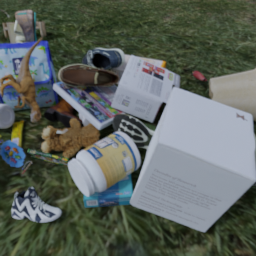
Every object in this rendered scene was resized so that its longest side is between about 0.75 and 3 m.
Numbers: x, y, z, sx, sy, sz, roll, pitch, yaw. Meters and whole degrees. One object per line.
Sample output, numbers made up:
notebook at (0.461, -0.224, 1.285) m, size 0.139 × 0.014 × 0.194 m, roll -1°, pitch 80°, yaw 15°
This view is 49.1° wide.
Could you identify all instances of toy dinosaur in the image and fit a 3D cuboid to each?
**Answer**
toy dinosaur at (-3.762, -1.670, 10.077) m, size 1.579 × 2.973 × 0.898 m, roll -7°, pitch 10°, yaw -20°

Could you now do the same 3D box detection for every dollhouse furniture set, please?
dollhouse furniture set at (-5.898, -5.187, 15.847) m, size 2.103 × 1.490 × 2.289 m, roll -3°, pitch 22°, yaw -4°

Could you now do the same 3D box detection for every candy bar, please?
candy bar at (-4.146, 0.320, 10.443) m, size 0.447 × 0.199 × 1.791 m, roll -10°, pitch 44°, yaw -8°

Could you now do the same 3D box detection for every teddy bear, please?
teddy bear at (-2.062, 0.390, 10.002) m, size 2.115 × 0.706 × 1.534 m, roll -19°, pitch 52°, yaw -13°

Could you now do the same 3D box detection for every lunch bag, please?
lunch bag at (-4.109, -2.104, 11.189) m, size 2.303 × 2.709 × 1.726 m, roll -8°, pitch 43°, yaw -10°

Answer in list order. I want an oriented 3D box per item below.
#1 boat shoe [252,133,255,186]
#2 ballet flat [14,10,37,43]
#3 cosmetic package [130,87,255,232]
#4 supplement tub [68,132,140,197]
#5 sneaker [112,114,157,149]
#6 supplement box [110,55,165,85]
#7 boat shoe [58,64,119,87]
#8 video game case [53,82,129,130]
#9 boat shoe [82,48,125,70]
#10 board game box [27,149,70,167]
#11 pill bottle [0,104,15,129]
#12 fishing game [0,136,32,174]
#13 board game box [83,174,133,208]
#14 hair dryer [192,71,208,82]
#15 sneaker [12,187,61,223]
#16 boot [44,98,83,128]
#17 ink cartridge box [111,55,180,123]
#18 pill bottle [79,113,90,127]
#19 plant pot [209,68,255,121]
boat shoe at (3.991, 0.964, 9.121) m, size 0.897 × 0.757 × 2.516 m, roll -19°, pitch 30°, yaw 26°
ballet flat at (-3.944, -3.597, 10.834) m, size 0.826 × 2.455 × 0.836 m, roll -4°, pitch 66°, yaw -16°
cosmetic package at (1.683, 0.901, 7.656) m, size 2.308 × 2.775 × 2.322 m, roll 21°, pitch 44°, yaw 3°
supplement tub at (-0.685, 1.040, 8.149) m, size 1.806 × 1.306 × 1.306 m, roll -29°, pitch 50°, yaw -28°
sneaker at (0.651, 0.221, 9.951) m, size 2.588 × 0.995 × 1.147 m, roll 27°, pitch 18°, yaw 1°
supplement box at (0.466, -2.587, 13.060) m, size 2.280 × 0.838 × 1.437 m, roll 13°, pitch 45°, yaw 12°
boat shoe at (-1.380, -1.924, 10.373) m, size 2.291 × 0.846 × 0.848 m, roll -5°, pitch 12°, yaw -32°
video game case at (-1.171, -1.162, 10.775) m, size 2.553 × 0.293 × 2.326 m, roll 41°, pitch 42°, yaw 18°
boat shoe at (-1.344, -3.021, 12.707) m, size 0.876 × 1.060 × 2.832 m, roll -26°, pitch 28°, yaw -37°
board game box at (-2.569, 1.001, 9.200) m, size 1.323 × 0.693 × 0.155 m, roll 13°, pitch 70°, yaw 2°
pill bottle at (-5.194, -0.432, 10.584) m, size 1.646 × 0.912 × 0.912 m, roll 1°, pitch 41°, yaw 25°
fishing game at (-3.673, 0.857, 8.844) m, size 1.326 × 0.949 × 0.206 m, roll 44°, pitch 28°, yaw -2°
board game box at (-0.643, 1.541, 8.944) m, size 1.460 × 0.454 × 1.934 m, roll -2°, pitch 43°, yaw -4°
hair dryer at (3.346, -2.327, 12.731) m, size 0.855 × 0.305 × 1.123 m, roll 25°, pitch 23°, yaw 1°
sneaker at (-2.544, 2.080, 7.782) m, size 1.363 × 0.887 × 0.544 m, roll 6°, pitch 17°, yaw 5°
boot at (-2.227, -0.746, 11.430) m, size 1.705 × 0.620 × 1.811 m, roll 12°, pitch 39°, yaw 21°
ink cartridge box at (0.778, -1.495, 11.033) m, size 2.262 × 1.080 × 2.577 m, roll 21°, pitch 39°, yaw -3°
pill bottle at (-1.510, -0.670, 10.988) m, size 0.872 × 0.872 × 1.457 m, roll -8°, pitch 43°, yaw -9°
plant pot at (4.260, -1.233, 10.854) m, size 2.114 × 2.309 × 2.309 m, roll -2°, pitch 42°, yaw 14°
